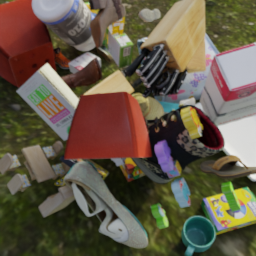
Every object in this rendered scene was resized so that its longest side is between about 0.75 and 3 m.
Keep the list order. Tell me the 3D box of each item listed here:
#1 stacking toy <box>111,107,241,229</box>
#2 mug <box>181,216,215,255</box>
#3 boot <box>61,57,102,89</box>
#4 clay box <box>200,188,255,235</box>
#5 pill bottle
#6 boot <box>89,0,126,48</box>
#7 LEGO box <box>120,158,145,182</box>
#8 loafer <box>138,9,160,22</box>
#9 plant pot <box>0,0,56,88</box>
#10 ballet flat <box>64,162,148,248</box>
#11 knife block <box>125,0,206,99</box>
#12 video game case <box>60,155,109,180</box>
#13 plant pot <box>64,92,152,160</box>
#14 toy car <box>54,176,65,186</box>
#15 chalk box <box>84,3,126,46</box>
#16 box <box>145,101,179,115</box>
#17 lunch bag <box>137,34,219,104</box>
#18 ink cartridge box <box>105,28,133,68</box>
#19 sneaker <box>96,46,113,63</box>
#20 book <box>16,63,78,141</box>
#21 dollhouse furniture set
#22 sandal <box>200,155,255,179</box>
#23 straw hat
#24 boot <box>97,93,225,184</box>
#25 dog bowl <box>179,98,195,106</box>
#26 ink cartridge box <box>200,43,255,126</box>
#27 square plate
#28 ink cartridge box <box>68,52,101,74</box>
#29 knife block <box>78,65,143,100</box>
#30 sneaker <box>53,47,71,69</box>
[{"bbox_3d":[0.897,0.938,5.489,1.784,2.366,0.556,-23,15,25],"label":"stacking toy"},{"bbox_3d":[1.492,2.446,6.298,0.845,0.522,0.694,-19,53,-15],"label":"mug"},{"bbox_3d":[-1.706,-1.361,7.982,1.781,1.660,0.572,-17,83,-18],"label":"boot"},{"bbox_3d":[2.607,1.979,6.812,1.434,0.341,0.824,-13,52,-10],"label":"clay box"},{"bbox_3d":[-1.928,-3.640,9.430,1.407,2.473,1.407,-3,80,17],"label":"pill bottle"},{"bbox_3d":[-0.554,-3.183,8.113,1.095,1.498,0.526,-26,38,-32],"label":"boot"},{"bbox_3d":[0.185,0.553,7.856,1.162,0.602,1.561,-19,52,-15],"label":"LEGO box"},{"bbox_3d":[0.638,-3.590,9.013,0.342,0.391,1.088,-5,17,41],"label":"loafer"},{"bbox_3d":[-3.748,-2.781,9.812,2.249,2.247,1.982,-29,67,-23],"label":"plant pot"},{"bbox_3d":[-0.533,1.835,6.058,2.418,0.815,0.754,52,41,-2],"label":"ballet flat"},{"bbox_3d":[0.947,-2.141,7.122,2.440,2.779,0.889,-4,4,-43],"label":"knife block"},{"bbox_3d":[-1.053,0.964,6.956,1.089,0.984,0.139,32,98,5],"label":"video game case"},{"bbox_3d":[-0.330,-0.008,5.434,1.365,1.363,1.203,-2,85,15],"label":"plant pot"},{"bbox_3d":[-1.464,1.222,7.312,0.187,0.840,0.790,54,46,-6],"label":"toy car"},{"bbox_3d":[-1.343,-4.311,11.372,2.063,1.277,1.283,24,35,19],"label":"chalk box"},{"bbox_3d":[0.889,-0.461,8.644,1.719,0.707,0.422,10,55,8],"label":"box"},{"bbox_3d":[1.714,-2.196,9.544,2.246,1.684,2.648,-15,61,-10],"label":"lunch bag"},{"bbox_3d":[-0.301,-2.483,8.434,0.412,0.803,1.086,-20,61,-18],"label":"ink cartridge box"},{"bbox_3d":[-0.799,-2.984,11.036,0.473,0.354,1.054,-32,53,-18],"label":"sneaker"},{"bbox_3d":[-1.641,-0.506,6.333,1.581,1.056,0.380,49,38,-17],"label":"book"},{"bbox_3d":[-1.882,1.079,6.637,1.515,1.073,1.649,-13,67,-54],"label":"dollhouse furniture set"},{"bbox_3d":[1.797,0.665,5.107,0.552,1.375,0.371,-10,94,-22],"label":"sandal"},{"bbox_3d":[0.247,-0.596,7.915,1.562,0.661,1.562,-2,53,3],"label":"straw hat"},{"bbox_3d":[0.469,-0.094,6.176,2.867,2.166,1.035,43,53,-4],"label":"boot"},{"bbox_3d":[1.491,-0.132,7.121,0.368,1.254,1.254,0,49,8],"label":"dog bowl"},{"bbox_3d":[2.340,-0.821,5.673,1.385,1.914,0.807,-16,70,0],"label":"ink cartridge box"},{"bbox_3d":[3.724,-0.057,8.503,2.967,0.422,2.939,-24,53,-19],"label":"square plate"},{"bbox_3d":[-1.607,-2.344,10.457,0.719,0.419,0.987,34,59,26],"label":"ink cartridge box"},{"bbox_3d":[-0.380,-1.090,7.913,2.079,2.369,0.758,-38,97,2],"label":"knife block"},{"bbox_3d":[-2.542,-2.650,10.592,1.083,0.607,0.420,26,54,21],"label":"sneaker"}]
